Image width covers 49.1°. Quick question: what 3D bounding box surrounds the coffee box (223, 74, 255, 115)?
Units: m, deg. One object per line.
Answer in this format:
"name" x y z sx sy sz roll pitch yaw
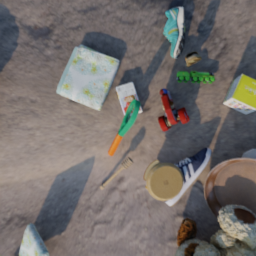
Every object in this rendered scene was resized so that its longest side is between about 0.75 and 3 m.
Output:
"coffee box" 3.703 -1.052 8.926 0.865 0.856 0.866 25 84 3

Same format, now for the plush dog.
"plush dog" 2.516 3.897 8.003 2.485 2.321 2.893 -6 54 13

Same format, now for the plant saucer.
"plant saucer" 3.560 1.988 8.134 2.627 0.452 2.627 13 116 29

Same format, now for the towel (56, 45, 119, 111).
"towel" -1.300 -1.680 9.218 1.569 0.441 1.832 22 84 3

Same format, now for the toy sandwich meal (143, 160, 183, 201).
"toy sandwich meal" 1.011 1.534 8.195 1.242 0.425 1.242 -1 94 -10

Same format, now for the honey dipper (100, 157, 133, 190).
"honey dipper" -0.392 1.470 8.795 0.262 0.262 1.379 45 100 5

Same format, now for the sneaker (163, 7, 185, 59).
"sneaker" 1.534 -3.158 9.385 0.719 0.699 1.805 0 77 18

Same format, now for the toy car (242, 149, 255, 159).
"toy car" 4.475 1.203 8.403 1.802 1.351 1.577 -28 83 -3

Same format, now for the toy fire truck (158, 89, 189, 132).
"toy fire truck" 1.274 -0.611 8.614 0.810 1.444 1.213 -23 89 17

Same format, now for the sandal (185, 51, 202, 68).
"sandal" 1.970 -2.172 8.684 0.546 1.359 0.367 -27 91 17

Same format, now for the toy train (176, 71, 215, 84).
"toy train" 2.208 -1.661 9.138 1.312 0.274 0.370 0 74 -9

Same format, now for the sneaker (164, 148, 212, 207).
"sneaker" 1.558 1.247 8.699 1.179 0.761 2.172 39 88 3

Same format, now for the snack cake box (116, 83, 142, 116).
"snack cake box" 0.023 -0.914 9.172 0.581 0.340 1.011 -17 84 -4

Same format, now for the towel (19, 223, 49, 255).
"towel" -2.760 3.636 8.092 1.133 0.319 1.323 38 117 37

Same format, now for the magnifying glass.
"magnifying glass" -0.138 0.041 8.563 0.227 0.808 2.031 21 118 -16
